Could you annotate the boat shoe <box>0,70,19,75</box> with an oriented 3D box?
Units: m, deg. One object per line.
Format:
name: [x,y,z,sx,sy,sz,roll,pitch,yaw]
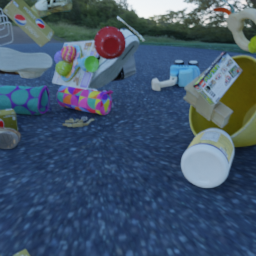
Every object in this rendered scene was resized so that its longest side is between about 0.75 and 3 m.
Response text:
boat shoe: [-4.517,-2.355,10.140,0.796,0.797,2.264,-4,-3,30]

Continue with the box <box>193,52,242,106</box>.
box: [1.936,-1.068,6.020,1.082,0.596,0.188,-47,9,-17]

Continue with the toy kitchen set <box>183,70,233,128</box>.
toy kitchen set: [2.280,-0.979,7.036,1.188,1.074,1.317,-39,63,-15]

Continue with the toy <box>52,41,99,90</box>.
toy: [-2.113,-2.389,10.036,0.701,1.709,2.968,19,0,-42]

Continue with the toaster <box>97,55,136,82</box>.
toaster: [-0.672,-2.858,11.694,1.888,1.707,1.120,-1,21,37]

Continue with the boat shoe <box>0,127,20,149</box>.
boat shoe: [-4.259,0.272,8.700,1.839,0.696,0.660,9,18,-2]

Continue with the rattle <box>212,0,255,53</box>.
rattle: [3.116,-2.766,7.060,1.180,1.075,1.651,-34,60,0]

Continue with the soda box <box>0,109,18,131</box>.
soda box: [-4.916,-0.123,9.556,2.055,0.696,0.658,-10,24,-26]

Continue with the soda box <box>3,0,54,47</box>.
soda box: [-2.351,-2.520,6.697,0.388,1.146,0.367,-21,40,33]

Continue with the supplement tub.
supplement tub: [2.021,0.685,6.967,1.091,1.091,1.501,10,23,24]

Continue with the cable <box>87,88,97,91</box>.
cable: [-2.085,-1.755,14.213,1.018,0.352,1.018,4,20,9]

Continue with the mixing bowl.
mixing bowl: [-0.428,-2.040,6.857,0.806,0.806,0.437,-3,24,-7]

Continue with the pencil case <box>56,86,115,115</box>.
pencil case: [-1.826,-1.217,11.884,2.479,1.096,1.096,12,24,26]

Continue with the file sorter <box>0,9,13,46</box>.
file sorter: [-4.931,-3.810,10.094,0.955,1.064,1.534,-28,72,-28]

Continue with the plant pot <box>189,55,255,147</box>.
plant pot: [3.531,-0.518,8.543,1.939,2.732,2.732,22,12,-26]

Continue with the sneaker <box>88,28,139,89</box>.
sneaker: [-0.619,-2.339,9.595,0.859,2.352,0.833,16,36,-58]

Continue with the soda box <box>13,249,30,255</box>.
soda box: [-1.946,2.288,3.637,1.553,0.526,0.497,-17,27,-36]

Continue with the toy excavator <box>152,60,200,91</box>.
toy excavator: [2.794,-2.881,16.100,2.574,1.322,2.648,4,31,13]

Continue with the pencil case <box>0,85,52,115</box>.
pencil case: [-4.686,-1.226,11.703,2.807,1.195,1.297,5,38,10]

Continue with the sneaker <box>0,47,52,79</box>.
sneaker: [-3.142,-1.712,7.830,1.774,0.653,1.025,-1,-11,-32]

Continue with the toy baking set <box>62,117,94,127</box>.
toy baking set: [-1.869,-0.248,10.639,1.222,0.142,0.938,-5,22,-12]

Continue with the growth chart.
growth chart: [0.111,-4.495,12.687,1.616,0.143,1.170,39,15,-10]

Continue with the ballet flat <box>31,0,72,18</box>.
ballet flat: [-2.725,-4.258,9.732,1.629,0.576,0.576,-21,28,-23]
